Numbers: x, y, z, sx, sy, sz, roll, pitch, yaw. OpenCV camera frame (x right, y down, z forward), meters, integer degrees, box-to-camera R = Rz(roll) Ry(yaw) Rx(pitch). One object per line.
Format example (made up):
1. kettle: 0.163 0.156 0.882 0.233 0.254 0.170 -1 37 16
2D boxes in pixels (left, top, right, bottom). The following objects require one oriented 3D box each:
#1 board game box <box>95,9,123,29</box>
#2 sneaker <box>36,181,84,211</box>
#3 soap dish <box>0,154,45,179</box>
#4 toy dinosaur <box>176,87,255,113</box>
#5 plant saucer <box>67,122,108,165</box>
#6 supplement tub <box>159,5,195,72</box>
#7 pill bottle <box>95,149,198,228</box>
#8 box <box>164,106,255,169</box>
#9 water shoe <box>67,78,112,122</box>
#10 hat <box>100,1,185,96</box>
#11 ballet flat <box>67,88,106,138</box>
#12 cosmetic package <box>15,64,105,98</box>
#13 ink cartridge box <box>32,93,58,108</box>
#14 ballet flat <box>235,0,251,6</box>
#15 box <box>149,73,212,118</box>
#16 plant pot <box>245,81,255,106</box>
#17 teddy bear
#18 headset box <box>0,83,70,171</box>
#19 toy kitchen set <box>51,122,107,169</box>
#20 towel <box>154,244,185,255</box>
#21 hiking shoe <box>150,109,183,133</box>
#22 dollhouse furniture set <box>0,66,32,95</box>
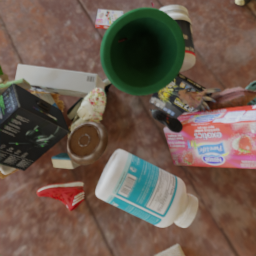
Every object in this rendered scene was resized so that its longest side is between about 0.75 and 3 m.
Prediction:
1. board game box: -0.762 -4.472 11.567 1.077 0.217 0.824 6 69 3
2. sneaker: -2.098 2.195 8.756 1.474 0.577 0.851 -10 67 -3
3. soap dish: -3.793 0.381 8.836 1.529 0.789 1.943 -33 104 -29
4. toy dinosaur: 2.917 -0.796 8.397 2.537 1.719 1.089 -21 44 10
5. plant saucer: -1.166 0.375 7.680 1.283 0.206 1.283 -9 64 20
6. supplement tub: 1.566 -3.039 9.775 1.386 1.386 1.975 -4 81 -2
7. pill bottle: 0.572 1.841 8.041 2.755 1.526 1.526 28 70 -5
8. box: 2.515 0.251 7.702 1.326 2.661 1.270 -32 110 -45
9. water shoe: -1.205 -0.898 9.989 2.202 0.787 0.869 -46 109 -23
10. hat: 0.365 -2.521 9.103 2.884 2.539 2.389 -30 109 -3
11. ballet flat: -1.291 -0.284 8.474 0.808 2.137 0.683 46 42 16
12. cosmetic package: -2.172 -1.456 9.135 2.631 1.086 0.666 9 88 9
13. ink cartridge box: -2.871 -0.636 8.868 1.162 0.492 0.840 -9 60 -52
14. ballet flat: 5.203 -5.786 11.938 1.737 0.493 0.577 -39 73 -14
15. box: 1.760 -1.037 9.548 1.724 1.390 0.423 34 37 10
16. plant pot: 4.271 -0.821 9.508 1.408 1.379 1.408 0 68 1
17. teddy bear: -3.482 -0.708 9.753 2.521 0.842 1.828 -3 68 -2
18. headset box: -2.978 0.028 7.755 2.121 1.846 0.984 -39 54 13
19. toy kitchen set: -1.618 0.381 8.932 1.633 0.962 1.308 -24 106 -49
20. towel: 0.954 4.277 8.063 1.800 0.310 1.193 -23 71 -9
21. hiking shoe: 1.028 -0.228 7.422 0.992 0.499 0.376 34 101 -19
22. dollhouse furniture set: -3.340 -1.406 7.349 0.925 1.851 0.714 -22 85 -4
